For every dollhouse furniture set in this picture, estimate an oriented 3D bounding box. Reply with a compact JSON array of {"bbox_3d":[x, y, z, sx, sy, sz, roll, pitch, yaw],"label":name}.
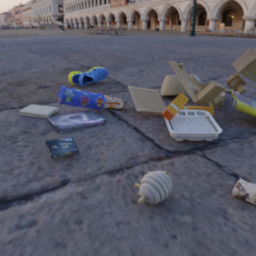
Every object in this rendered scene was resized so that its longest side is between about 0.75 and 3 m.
[{"bbox_3d":[4.114,-2.748,12.440,2.793,2.937,2.393,7,48,-48],"label":"dollhouse furniture set"}]

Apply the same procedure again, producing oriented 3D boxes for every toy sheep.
[{"bbox_3d":[0.621,1.442,6.752,0.806,0.806,1.168,19,47,38],"label":"toy sheep"}]

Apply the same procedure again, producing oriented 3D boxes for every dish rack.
[{"bbox_3d":[2.281,-0.077,10.354,1.854,0.470,2.161,1,24,-1],"label":"dish rack"}]

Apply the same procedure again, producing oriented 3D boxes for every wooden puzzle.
[{"bbox_3d":[0.861,-1.190,12.417,1.557,0.313,1.683,4,44,-27],"label":"wooden puzzle"}]

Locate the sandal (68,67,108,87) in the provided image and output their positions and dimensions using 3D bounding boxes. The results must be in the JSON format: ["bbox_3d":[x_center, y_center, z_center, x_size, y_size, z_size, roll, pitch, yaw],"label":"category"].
[{"bbox_3d":[-2.294,-3.032,17.038,2.483,0.987,1.081,-21,34,-24],"label":"sandal"}]

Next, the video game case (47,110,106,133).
[{"bbox_3d":[-2.115,-0.302,11.473,2.020,0.192,1.443,-13,26,-30],"label":"video game case"}]

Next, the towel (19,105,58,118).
[{"bbox_3d":[-3.957,-0.719,12.390,1.470,0.253,0.974,8,26,16],"label":"towel"}]

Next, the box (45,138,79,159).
[{"bbox_3d":[-2.080,0.623,8.810,0.880,0.224,0.694,-7,38,-29],"label":"box"}]

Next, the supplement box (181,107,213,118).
[{"bbox_3d":[2.668,-0.623,11.647,1.641,0.565,0.546,-3,6,-1],"label":"supplement box"}]

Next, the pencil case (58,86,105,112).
[{"bbox_3d":[-2.029,-1.252,12.179,2.057,0.803,0.893,8,16,-30],"label":"pencil case"}]

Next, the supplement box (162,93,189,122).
[{"bbox_3d":[1.776,-0.788,10.464,0.434,0.420,1.262,39,51,6],"label":"supplement box"}]

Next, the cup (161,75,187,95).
[{"bbox_3d":[2.375,-2.233,14.578,1.388,0.993,1.388,-3,10,1],"label":"cup"}]

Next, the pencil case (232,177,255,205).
[{"bbox_3d":[3.163,1.605,6.656,1.222,0.475,0.547,18,36,36],"label":"pencil case"}]

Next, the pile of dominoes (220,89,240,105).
[{"bbox_3d":[4.638,-1.688,14.761,2.284,0.467,2.931,8,16,20],"label":"pile of dominoes"}]

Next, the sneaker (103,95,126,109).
[{"bbox_3d":[-0.758,-1.186,13.193,1.468,0.574,0.567,17,15,27],"label":"sneaker"}]

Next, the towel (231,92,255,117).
[{"bbox_3d":[5.470,-0.705,11.347,2.672,0.304,1.919,22,26,10],"label":"towel"}]
